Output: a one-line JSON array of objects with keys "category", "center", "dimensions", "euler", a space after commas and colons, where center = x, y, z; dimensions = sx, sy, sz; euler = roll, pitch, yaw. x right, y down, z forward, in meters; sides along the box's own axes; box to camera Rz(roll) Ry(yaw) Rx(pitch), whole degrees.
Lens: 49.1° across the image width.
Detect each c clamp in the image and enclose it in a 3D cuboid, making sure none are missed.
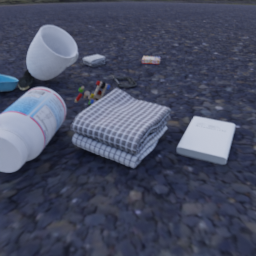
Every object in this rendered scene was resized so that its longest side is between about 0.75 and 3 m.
[{"category": "c clamp", "center": [-0.344, -2.175, 13.209], "dimensions": [1.331, 0.211, 1.558], "euler": [-7, 29, -21]}]

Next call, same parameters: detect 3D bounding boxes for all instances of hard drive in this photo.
[{"category": "hard drive", "center": [2.481, 0.315, 8.726], "dimensions": [1.392, 0.277, 2.111], "euler": [13, 33, 21]}]

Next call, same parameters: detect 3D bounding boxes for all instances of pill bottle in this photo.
[{"category": "pill bottle", "center": [-2.923, -0.005, 8.066], "dimensions": [1.494, 1.494, 2.747], "euler": [5, 30, 9]}]

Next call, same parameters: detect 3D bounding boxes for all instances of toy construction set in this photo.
[{"category": "toy construction set", "center": [-1.359, -1.061, 10.628], "dimensions": [1.410, 1.083, 1.176], "euler": [-1, 70, -30]}]

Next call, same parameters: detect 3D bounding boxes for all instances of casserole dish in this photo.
[{"category": "casserole dish", "center": [-5.944, -1.894, 11.812], "dimensions": [1.592, 0.510, 2.628], "euler": [19, 19, 24]}]

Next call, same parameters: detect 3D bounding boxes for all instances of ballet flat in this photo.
[{"category": "ballet flat", "center": [-4.696, -2.201, 13.099], "dimensions": [0.606, 0.518, 1.824], "euler": [14, 34, -12]}]

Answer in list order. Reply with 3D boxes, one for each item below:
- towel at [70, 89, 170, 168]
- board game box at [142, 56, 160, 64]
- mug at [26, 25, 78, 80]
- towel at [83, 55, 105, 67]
[{"category": "towel", "center": [-0.113, -0.143, 8.617], "dimensions": [2.234, 1.154, 2.698], "euler": [16, 34, 23]}, {"category": "board game box", "center": [1.329, -3.919, 16.170], "dimensions": [0.984, 0.228, 0.745], "euler": [5, 30, 9]}, {"category": "mug", "center": [-3.431, -3.281, 13.023], "dimensions": [2.449, 2.147, 1.808], "euler": [-11, 70, -48]}, {"category": "towel", "center": [-1.891, -3.741, 15.675], "dimensions": [1.040, 0.445, 0.861], "euler": [-25, 37, -34]}]
